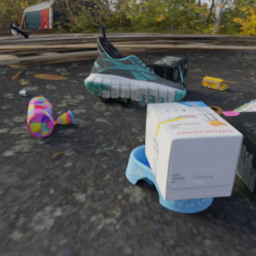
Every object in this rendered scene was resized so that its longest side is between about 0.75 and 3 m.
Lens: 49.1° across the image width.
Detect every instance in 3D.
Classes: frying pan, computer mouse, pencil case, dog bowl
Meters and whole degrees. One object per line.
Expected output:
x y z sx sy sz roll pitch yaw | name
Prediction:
-1.086 -3.755 12.458 2.832 0.461 1.713 55 23 11 | frying pan
-4.269 -3.700 10.903 0.742 0.297 1.354 26 3 -27 | computer mouse
-3.567 -0.517 11.425 1.073 1.073 2.429 -6 26 -14 | pencil case
1.082 1.267 7.817 1.531 0.681 2.747 -18 29 -34 | dog bowl

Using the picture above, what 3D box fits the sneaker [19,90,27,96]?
-5.788 -1.878 15.396 0.331 0.286 0.764 -20 22 -25 | sneaker

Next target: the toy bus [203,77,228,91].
5.178 -2.607 16.598 0.469 0.564 1.441 -21 31 -38 | toy bus

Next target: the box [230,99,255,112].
5.409 -0.669 12.256 2.059 0.357 1.133 -23 33 -30 | box

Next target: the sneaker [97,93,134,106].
-0.699 -1.658 13.987 1.549 1.034 2.704 -12 24 -21 | sneaker

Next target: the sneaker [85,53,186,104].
0.269 -1.496 8.117 2.905 1.325 1.127 11 -18 -1 | sneaker

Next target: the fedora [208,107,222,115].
3.707 -0.630 12.423 0.917 0.374 0.917 -3 29 2 | fedora

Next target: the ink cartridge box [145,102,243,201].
1.430 0.454 6.857 1.604 1.576 2.179 -3 25 -9 | ink cartridge box

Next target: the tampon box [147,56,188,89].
2.207 -2.845 15.575 1.535 1.822 2.431 12 27 26 | tampon box

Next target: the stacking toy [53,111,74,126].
-2.756 -0.316 11.732 0.937 0.544 0.514 -21 26 -11 | stacking toy

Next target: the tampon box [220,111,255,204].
3.946 0.667 7.994 1.924 1.621 2.567 -2 24 -4 | tampon box
